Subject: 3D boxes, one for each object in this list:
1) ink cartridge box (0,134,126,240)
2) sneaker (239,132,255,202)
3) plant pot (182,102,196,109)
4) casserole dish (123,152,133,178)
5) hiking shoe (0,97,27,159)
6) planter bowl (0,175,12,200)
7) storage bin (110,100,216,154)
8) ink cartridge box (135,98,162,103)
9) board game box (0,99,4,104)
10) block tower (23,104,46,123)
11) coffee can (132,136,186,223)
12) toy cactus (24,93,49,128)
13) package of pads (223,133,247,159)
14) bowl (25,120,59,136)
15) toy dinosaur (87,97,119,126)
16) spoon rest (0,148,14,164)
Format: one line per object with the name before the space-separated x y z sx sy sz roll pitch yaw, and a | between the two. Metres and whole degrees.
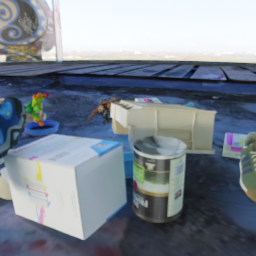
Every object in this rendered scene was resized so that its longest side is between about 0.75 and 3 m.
ink cartridge box | -1.433 1.092 6.099 2.339 1.465 1.503 5 18 33
sneaker | 3.436 0.902 7.420 0.851 1.140 2.538 4 19 13
plant pot | 1.775 -0.149 10.461 1.409 1.439 1.439 -9 19 -3
casserole dish | -0.166 0.984 7.505 2.720 0.528 1.648 -5 2 3
hiking shoe | -2.927 0.199 5.488 0.963 1.122 2.588 -12 44 31
planter bowl | -2.828 1.301 7.074 0.911 0.613 0.911 -1 18 0
storage bin | 0.873 -0.106 8.307 2.484 1.173 2.502 2 9 -13
ink cartridge box | 1.076 -1.168 14.682 1.216 0.554 1.476 -2 19 -10
board game box | -5.101 -0.053 9.606 1.585 1.586 1.585 -2 18 -7
block tower | -5.235 -0.647 12.750 2.777 0.803 0.750 -2 18 -9
coffee can | 0.668 1.091 6.180 1.137 1.554 1.137 0 18 0
toy cactus | -2.779 -0.458 7.852 1.056 0.655 1.280 -7 51 25
package of pads | 3.795 0.598 9.416 1.082 0.478 1.401 7 19 19
bowl | -3.560 0.000 11.589 1.352 0.265 1.352 0 18 0
toy dinosaur | -0.947 -0.652 11.239 1.417 0.962 0.724 -28 9 16
spoon rest | -4.849 0.569 8.588 2.878 0.872 1.430 1 50 13
